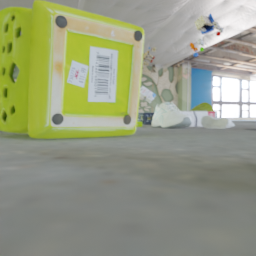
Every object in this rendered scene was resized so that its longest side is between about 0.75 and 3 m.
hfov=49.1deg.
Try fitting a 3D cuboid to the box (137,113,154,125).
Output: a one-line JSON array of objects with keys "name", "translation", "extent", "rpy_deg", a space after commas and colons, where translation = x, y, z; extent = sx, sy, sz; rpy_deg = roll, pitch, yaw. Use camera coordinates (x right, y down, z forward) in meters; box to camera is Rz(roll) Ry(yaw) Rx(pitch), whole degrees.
[{"name": "box", "translation": [1.598, -0.603, 17.654], "extent": [2.320, 0.750, 2.942], "rpy_deg": [0, 2, -17]}]

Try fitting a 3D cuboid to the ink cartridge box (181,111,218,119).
[{"name": "ink cartridge box", "translation": [3.516, -0.492, 14.591], "extent": [1.815, 0.757, 1.318], "rpy_deg": [-1, 2, -25]}]

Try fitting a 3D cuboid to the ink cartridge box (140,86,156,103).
[{"name": "ink cartridge box", "translation": [1.073, -1.966, 16.550], "extent": [0.969, 0.558, 0.329], "rpy_deg": [36, -29, 8]}]

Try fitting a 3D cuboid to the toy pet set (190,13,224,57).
[{"name": "toy pet set", "translation": [3.089, -3.649, 10.919], "extent": [0.737, 1.295, 1.387], "rpy_deg": [-3, -22, -35]}]

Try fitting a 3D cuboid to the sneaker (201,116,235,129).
[{"name": "sneaker", "translation": [3.468, -0.156, 10.907], "extent": [0.607, 0.516, 1.373], "rpy_deg": [14, 0, -35]}]

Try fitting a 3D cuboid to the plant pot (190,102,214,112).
[{"name": "plant pot", "translation": [4.428, -0.793, 17.701], "extent": [1.496, 1.400, 1.400], "rpy_deg": [-17, 11, -33]}]

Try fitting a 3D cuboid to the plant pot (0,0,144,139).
[{"name": "plant pot", "translation": [-1.251, -1.154, 6.395], "extent": [2.868, 2.882, 2.615], "rpy_deg": [0, 8, -36]}]

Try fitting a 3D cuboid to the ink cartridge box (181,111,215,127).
[{"name": "ink cartridge box", "translation": [2.966, -0.410, 12.984], "extent": [1.719, 0.729, 1.252], "rpy_deg": [-2, 2, -9]}]

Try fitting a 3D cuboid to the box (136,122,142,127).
[{"name": "box", "translation": [0.074, -0.172, 12.854], "extent": [1.064, 0.254, 0.649], "rpy_deg": [0, 2, -8]}]

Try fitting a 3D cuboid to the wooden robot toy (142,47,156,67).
[{"name": "wooden robot toy", "translation": [0.919, -3.543, 14.172], "extent": [0.581, 1.318, 0.598], "rpy_deg": [31, 6, -26]}]

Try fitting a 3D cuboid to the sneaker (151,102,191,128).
[{"name": "sneaker", "translation": [1.686, -0.532, 11.611], "extent": [0.970, 1.105, 2.758], "rpy_deg": [1, 3, -20]}]
